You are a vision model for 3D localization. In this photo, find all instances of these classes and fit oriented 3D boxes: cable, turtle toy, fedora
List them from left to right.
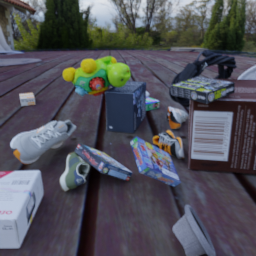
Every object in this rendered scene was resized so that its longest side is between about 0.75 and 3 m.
[{"bbox_3d":[-1.159,-2.079,11.399,2.756,1.393,2.009,-14,7,34],"label":"turtle toy"},{"bbox_3d":[1.256,2.148,5.611,0.546,1.069,1.209,-32,1,7],"label":"fedora"},{"bbox_3d":[2.721,-1.747,10.404,2.181,2.673,0.679,-6,56,-26],"label":"cable"}]

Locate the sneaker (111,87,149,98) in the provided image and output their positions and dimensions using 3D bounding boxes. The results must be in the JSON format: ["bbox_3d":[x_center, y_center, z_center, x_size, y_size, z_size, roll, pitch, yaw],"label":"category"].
[{"bbox_3d":[0.092,-2.112,16.575,1.470,1.152,2.958,-7,30,-36],"label":"sneaker"}]

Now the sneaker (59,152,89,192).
[{"bbox_3d":[-1.432,1.181,8.142,0.732,0.547,1.631,-19,25,10],"label":"sneaker"}]

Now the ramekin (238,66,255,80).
[{"bbox_3d":[5.765,-1.129,11.429,1.497,2.852,2.852,31,0,-37],"label":"ramekin"}]

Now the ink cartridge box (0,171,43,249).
[{"bbox_3d":[-2.893,1.785,6.434,1.395,0.809,1.890,0,23,-1],"label":"ink cartridge box"}]

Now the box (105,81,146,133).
[{"bbox_3d":[-0.039,-1.006,12.457,1.250,1.733,2.335,6,22,15],"label":"box"}]

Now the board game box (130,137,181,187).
[{"bbox_3d":[0.741,0.927,7.501,1.489,0.256,1.008,29,31,-39],"label":"board game box"}]

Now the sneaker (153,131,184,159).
[{"bbox_3d":[1.416,0.638,9.755,0.706,0.715,1.827,-12,16,-9],"label":"sneaker"}]

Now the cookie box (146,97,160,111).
[{"bbox_3d":[0.954,-1.266,14.990,1.120,0.421,0.958,-16,28,-35],"label":"cookie box"}]

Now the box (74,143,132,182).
[{"bbox_3d":[-0.767,1.017,8.394,1.100,0.304,1.611,26,0,-41],"label":"box"}]

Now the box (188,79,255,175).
[{"bbox_3d":[3.251,-0.219,9.394,2.369,2.393,2.884,2,22,12],"label":"box"}]

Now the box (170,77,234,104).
[{"bbox_3d":[2.114,-1.119,8.058,1.139,0.315,1.422,-22,27,-28],"label":"box"}]

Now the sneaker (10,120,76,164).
[{"bbox_3d":[-2.659,0.253,9.097,1.215,1.000,2.641,-34,3,21],"label":"sneaker"}]

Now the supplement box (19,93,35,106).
[{"bbox_3d":[-5.739,-1.630,15.921,0.753,0.439,1.194,-9,23,-21],"label":"supplement box"}]

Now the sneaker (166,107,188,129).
[{"bbox_3d":[2.291,-0.482,12.593,0.896,0.737,1.948,4,22,-1],"label":"sneaker"}]
